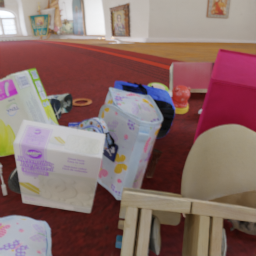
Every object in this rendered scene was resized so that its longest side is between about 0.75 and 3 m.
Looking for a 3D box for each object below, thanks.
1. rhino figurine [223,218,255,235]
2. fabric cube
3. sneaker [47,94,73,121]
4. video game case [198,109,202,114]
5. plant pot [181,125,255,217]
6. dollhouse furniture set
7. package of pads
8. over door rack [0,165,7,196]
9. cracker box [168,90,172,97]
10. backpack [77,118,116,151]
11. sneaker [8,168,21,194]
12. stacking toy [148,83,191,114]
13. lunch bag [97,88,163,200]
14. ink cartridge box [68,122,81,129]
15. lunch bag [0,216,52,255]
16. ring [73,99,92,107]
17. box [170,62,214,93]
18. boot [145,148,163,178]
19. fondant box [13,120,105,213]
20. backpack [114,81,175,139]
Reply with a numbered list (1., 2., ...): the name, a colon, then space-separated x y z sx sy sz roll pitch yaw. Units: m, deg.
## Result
1. rhino figurine: 2.679 2.124 6.117 1.195 0.523 0.357 2 36 26
2. fabric cube: 3.494 -0.132 7.628 2.998 2.989 2.941 15 31 15
3. sneaker: -3.591 -0.896 12.695 1.200 1.079 2.781 1 13 16
4. video game case: 3.855 -0.674 12.502 1.274 0.140 1.161 9 11 20
5. plant pot: 2.141 0.853 5.821 2.323 2.323 1.560 -3 61 -7
6. dollhouse furniture set: 0.762 2.195 4.951 1.987 1.998 2.836 7 -11 1
7. package of pads: -3.637 -0.290 8.711 2.967 2.292 1.012 -12 14 34
8. over door rack: -4.026 1.448 7.759 1.087 0.490 1.471 -13 27 -25
9. cracker box: 2.201 -1.611 14.804 1.714 0.494 1.148 10 25 20
10. backpack: -0.816 0.181 6.396 0.835 0.795 0.643 -16 -4 14
11. sneaker: -2.301 1.079 8.311 1.120 1.032 2.801 -16 11 43
12. stacking toy: 1.386 -1.681 13.282 2.748 1.161 2.488 -14 46 -26
13. lunch bag: -0.109 0.319 7.812 1.708 2.279 2.687 10 23 -12
14. ink cartridge box: -1.790 -0.035 11.201 1.164 0.257 0.547 -4 19 -9
15. lunch bag: -2.212 2.451 4.515 1.987 1.263 1.685 -17 25 -12
16. ring: -2.453 -1.320 14.638 1.118 0.107 1.118 0 22 0
17. box: 3.762 -2.784 15.651 2.769 1.508 1.770 1 3 3
18. boot: 0.697 1.039 7.898 0.283 0.882 0.822 24 -2 19
19. fondant box: -1.498 0.960 6.178 1.665 2.308 0.672 10 45 -5
20. backpack: 0.526 -0.786 10.664 2.376 1.931 1.994 9 38 -7
